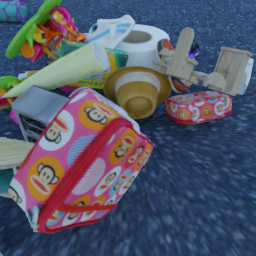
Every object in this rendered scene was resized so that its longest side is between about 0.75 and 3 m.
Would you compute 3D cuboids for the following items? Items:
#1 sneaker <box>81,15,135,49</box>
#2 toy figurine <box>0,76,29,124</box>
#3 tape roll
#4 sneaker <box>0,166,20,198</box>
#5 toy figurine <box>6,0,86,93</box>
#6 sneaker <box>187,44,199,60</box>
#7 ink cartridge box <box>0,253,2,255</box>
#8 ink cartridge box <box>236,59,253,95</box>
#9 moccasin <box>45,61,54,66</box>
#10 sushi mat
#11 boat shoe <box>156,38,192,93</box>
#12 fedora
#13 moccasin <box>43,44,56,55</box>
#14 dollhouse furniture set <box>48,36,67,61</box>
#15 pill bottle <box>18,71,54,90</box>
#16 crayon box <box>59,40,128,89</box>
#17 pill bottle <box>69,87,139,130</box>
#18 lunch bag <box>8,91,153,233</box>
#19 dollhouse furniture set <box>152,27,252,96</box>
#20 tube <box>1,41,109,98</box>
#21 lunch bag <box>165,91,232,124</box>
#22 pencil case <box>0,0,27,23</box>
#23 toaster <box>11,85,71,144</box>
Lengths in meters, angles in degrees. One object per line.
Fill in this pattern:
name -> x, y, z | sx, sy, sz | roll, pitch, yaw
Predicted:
sneaker -> -0.579, -3.009, 8.721 | 0.885, 0.935, 2.314 | -25, 25, 49
toy figurine -> -2.778, -0.647, 7.443 | 1.303, 1.063, 1.415 | 40, 49, 24
tape roll -> 0.219, -2.874, 10.061 | 2.457, 0.859, 2.457 | 1, 40, 0
sneaker -> -1.615, 0.834, 5.071 | 1.704, 0.681, 0.608 | 10, 44, -44
toy figurine -> -1.727, -2.112, 7.956 | 2.314, 2.514, 1.888 | 43, 31, -15
sneaker -> 2.390, -2.841, 10.347 | 0.305, 0.437, 0.878 | 19, 43, 21
ink cartridge box -> -3.088, 1.561, 4.359 | 2.107, 1.094, 0.625 | 27, 66, 24
ink cartridge box -> 3.342, -1.636, 8.632 | 0.731, 0.744, 1.011 | 15, 41, 25
moccasin -> -2.455, -1.996, 9.387 | 0.841, 0.308, 0.325 | 41, 51, 23
sushi mat -> -2.117, 0.353, 3.604 | 1.415, 0.179, 2.957 | 9, 3, 19
boat shoe -> 1.413, -1.981, 8.501 | 0.659, 0.580, 1.853 | -10, 74, -30
fedora -> 0.211, -0.736, 6.967 | 1.835, 1.835, 0.748 | 3, 61, 3
moccasin -> -2.666, -2.881, 10.416 | 1.179, 0.431, 0.455 | 2, 21, -12
dollhouse furniture set -> -2.482, -2.961, 9.934 | 0.559, 0.478, 1.079 | -24, 62, 31
pill bottle -> -2.764, -1.448, 8.563 | 1.050, 0.574, 0.574 | -1, 40, -1
crayon box -> -0.968, -1.637, 7.483 | 1.749, 1.039, 0.509 | 2, 30, -25
pill bottle -> -0.645, -0.194, 6.716 | 1.005, 1.005, 1.773 | -31, 49, -32
lunch bag -> -0.652, 0.728, 4.413 | 0.986, 2.407, 2.120 | 37, 89, 21
dollhouse furniture set -> 1.700, -1.657, 6.795 | 2.585, 1.145, 1.340 | 4, 18, -46
tube -> -1.732, -1.223, 6.567 | 2.625, 0.762, 0.682 | -18, 60, 23
lunch bag -> 1.765, -0.600, 7.339 | 1.525, 0.625, 1.343 | -10, 18, -14
pencil case -> -5.944, -5.576, 13.147 | 2.293, 1.060, 0.976 | 8, 24, 7
toaster -> -1.631, -0.007, 6.204 | 1.573, 1.423, 0.934 | 20, 48, 22
